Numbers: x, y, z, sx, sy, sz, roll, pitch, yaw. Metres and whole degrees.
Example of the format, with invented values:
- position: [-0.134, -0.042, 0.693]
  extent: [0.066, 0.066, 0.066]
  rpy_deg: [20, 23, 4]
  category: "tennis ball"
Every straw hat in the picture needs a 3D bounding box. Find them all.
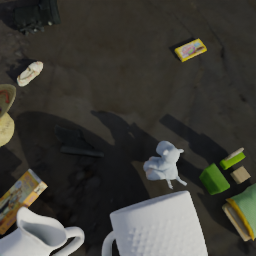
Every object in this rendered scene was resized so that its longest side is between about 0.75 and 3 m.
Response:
- position: [-3.993, -0.009, 8.158]
  extent: [2.573, 1.089, 2.573]
  rpy_deg: [-16, 44, 16]
  category: "straw hat"

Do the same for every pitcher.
- position: [-2.441, 3.317, 6.807]
  extent: [2.566, 2.202, 1.556]
  rpy_deg: [-52, 44, 7]
  category: "pitcher"

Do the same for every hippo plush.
- position: [0.978, 0.936, 7.768]
  extent: [0.974, 0.984, 1.223]
  rpy_deg: [-10, 37, -20]
  category: "hippo plush"

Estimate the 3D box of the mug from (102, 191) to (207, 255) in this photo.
- position: [0.552, 3.086, 6.829]
  extent: [2.750, 2.031, 2.411]
  rpy_deg: [-22, 77, 24]
  category: "mug"

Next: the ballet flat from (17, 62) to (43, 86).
- position: [-3.292, -1.869, 9.413]
  extent: [0.424, 0.358, 1.121]
  rpy_deg: [30, 72, 12]
  category: "ballet flat"

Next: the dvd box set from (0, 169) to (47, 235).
- position: [-2.937, 1.885, 7.417]
  extent: [1.551, 0.228, 1.135]
  rpy_deg: [-48, 34, -15]
  category: "dvd box set"

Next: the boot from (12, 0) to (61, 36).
- position: [-3.380, -4.338, 10.208]
  extent: [1.572, 0.710, 1.918]
  rpy_deg: [-14, 70, -1]
  category: "boot"

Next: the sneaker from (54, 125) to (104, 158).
- position: [-1.476, 0.411, 8.473]
  extent: [1.600, 0.480, 0.834]
  rpy_deg: [6, 74, 6]
  category: "sneaker"

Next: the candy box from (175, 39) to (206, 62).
- position: [2.201, -2.742, 9.866]
  extent: [1.000, 0.132, 0.511]
  rpy_deg: [-26, 69, -10]
  category: "candy box"

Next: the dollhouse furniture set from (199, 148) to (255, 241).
- position: [3.189, 1.776, 7.550]
  extent: [1.438, 1.101, 2.194]
  rpy_deg: [-30, 71, -7]
  category: "dollhouse furniture set"
